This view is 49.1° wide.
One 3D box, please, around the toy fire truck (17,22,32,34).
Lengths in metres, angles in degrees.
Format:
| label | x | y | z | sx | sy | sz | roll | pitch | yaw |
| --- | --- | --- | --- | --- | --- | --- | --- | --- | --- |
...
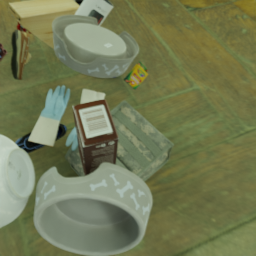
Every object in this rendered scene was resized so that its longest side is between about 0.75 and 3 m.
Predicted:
| label | x | y | z | sx | sy | sz | roll | pitch | yaw |
| --- | --- | --- | --- | --- | --- | --- | --- | --- | --- |
| toy fire truck | -3.892 | -3.978 | 10.459 | 0.516 | 0.772 | 0.919 | -4 | 42 | -13 |

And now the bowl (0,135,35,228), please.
| label | x | y | z | sx | sy | sz | roll | pitch | yaw |
| --- | --- | --- | --- | --- | --- | --- | --- | --- | --- |
| bowl | -2.550 | 0.992 | 5.601 | 0.964 | 2.145 | 2.145 | -13 | 54 | 7 |

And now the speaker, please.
| label | x | y | z | sx | sy | sz | roll | pitch | yaw |
| --- | --- | --- | --- | --- | --- | --- | --- | --- | --- |
| speaker | -1.293 | -3.042 | 8.249 | 0.785 | 1.933 | 0.785 | 35 | 23 | -17 |

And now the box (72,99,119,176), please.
| label | x | y | z | sx | sy | sz | roll | pitch | yaw |
| --- | --- | --- | --- | --- | --- | --- | --- | --- | --- |
| box | -0.696 | 0.374 | 5.972 | 0.727 | 1.939 | 0.971 | -14 | 60 | -12 |

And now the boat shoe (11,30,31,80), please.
| label | x | y | z | sx | sy | sz | roll | pitch | yaw |
| --- | --- | --- | --- | --- | --- | --- | --- | --- | --- |
| boat shoe | -2.692 | -1.832 | 7.127 | 0.452 | 1.225 | 0.463 | -4 | 18 | -40 |

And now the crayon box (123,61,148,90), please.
| label | x | y | z | sx | sy | sz | roll | pitch | yaw |
| --- | --- | --- | --- | --- | --- | --- | --- | --- | --- |
| crayon box | 0.287 | -1.682 | 9.001 | 0.786 | 0.499 | 0.200 | -50 | 35 | 3 |

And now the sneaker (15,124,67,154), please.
| label | x | y | z | sx | sy | sz | roll | pitch | yaw |
| --- | --- | --- | --- | --- | --- | --- | --- | --- | --- |
| sneaker | -2.562 | 0.290 | 8.116 | 1.627 | 0.634 | 0.570 | -27 | 91 | -13 |

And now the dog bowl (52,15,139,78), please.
| label | x | y | z | sx | sy | sz | roll | pitch | yaw |
| --- | --- | --- | --- | --- | --- | --- | --- | --- | --- |
| dog bowl | -0.864 | -2.075 | 7.150 | 2.206 | 0.647 | 2.206 | 13 | 40 | -12 |

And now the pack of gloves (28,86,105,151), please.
| label | x | y | z | sx | sy | sz | roll | pitch | yaw |
| --- | --- | --- | --- | --- | --- | --- | --- | --- | --- |
| pack of gloves | -1.697 | -0.261 | 8.075 | 1.653 | 0.388 | 1.967 | 12 | 65 | 3 |

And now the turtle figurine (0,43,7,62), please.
| label | x | y | z | sx | sy | sz | roll | pitch | yaw |
| --- | --- | --- | --- | --- | --- | --- | --- | --- | --- |
| turtle figurine | -4.775 | -1.764 | 8.491 | 1.566 | 2.177 | 2.111 | 11 | 15 | -43 |

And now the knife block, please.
| label | x | y | z | sx | sy | sz | roll | pitch | yaw |
| --- | --- | --- | --- | --- | --- | --- | --- | --- | --- |
| knife block | -2.162 | -3.887 | 9.339 | 2.408 | 2.744 | 0.878 | -47 | 66 | 7 |

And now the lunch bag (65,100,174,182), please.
| label | x | y | z | sx | sy | sz | roll | pitch | yaw |
| --- | --- | --- | --- | --- | --- | --- | --- | --- | --- |
| lunch bag | -0.353 | 0.867 | 8.761 | 2.724 | 1.601 | 2.234 | -40 | 69 | -16 |

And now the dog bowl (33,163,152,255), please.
| label | x | y | z | sx | sy | sz | roll | pitch | yaw |
| --- | --- | --- | --- | --- | --- | --- | --- | --- | --- |
| dog bowl | -0.733 | 1.748 | 5.659 | 2.453 | 2.453 | 0.719 | 2 | 40 | 2 |
